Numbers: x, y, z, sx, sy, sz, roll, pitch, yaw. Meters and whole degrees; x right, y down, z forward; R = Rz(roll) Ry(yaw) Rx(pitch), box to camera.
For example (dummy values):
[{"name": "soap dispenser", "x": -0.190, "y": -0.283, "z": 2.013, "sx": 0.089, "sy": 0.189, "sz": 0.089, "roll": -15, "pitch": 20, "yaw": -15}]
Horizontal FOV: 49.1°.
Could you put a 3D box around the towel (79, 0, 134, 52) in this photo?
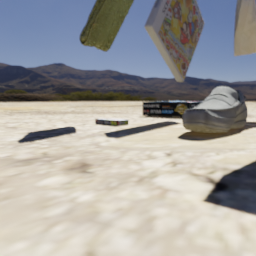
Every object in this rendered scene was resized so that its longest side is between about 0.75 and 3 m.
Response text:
[{"name": "towel", "x": -0.566, "y": -3.131, "z": 7.857, "sx": 0.358, "sy": 1.963, "sz": 1.457, "roll": 34, "pitch": 18, "yaw": 20}]

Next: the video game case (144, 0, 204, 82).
[{"name": "video game case", "x": 1.628, "y": -3.283, "z": 8.943, "sx": 0.321, "sy": 2.556, "sz": 2.808, "roll": 12, "pitch": -18, "yaw": 34}]

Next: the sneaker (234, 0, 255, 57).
[{"name": "sneaker", "x": 4.306, "y": -3.376, "z": 9.073, "sx": 1.614, "sy": 1.029, "sz": 2.793, "roll": 2, "pitch": -19, "yaw": 20}]

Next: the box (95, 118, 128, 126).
[{"name": "box", "x": -0.461, "y": -0.164, "z": 7.800, "sx": 0.859, "sy": 0.149, "sz": 0.473, "roll": 6, "pitch": 8, "yaw": 41}]

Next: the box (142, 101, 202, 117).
[{"name": "box", "x": 2.057, "y": -0.797, "z": 11.479, "sx": 2.017, "sy": 0.584, "sz": 2.537, "roll": 4, "pitch": 8, "yaw": 34}]

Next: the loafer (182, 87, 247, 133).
[{"name": "loafer", "x": 2.034, "y": -0.440, "z": 6.392, "sx": 1.004, "sy": 1.002, "sz": 2.871, "roll": 4, "pitch": 8, "yaw": 34}]
